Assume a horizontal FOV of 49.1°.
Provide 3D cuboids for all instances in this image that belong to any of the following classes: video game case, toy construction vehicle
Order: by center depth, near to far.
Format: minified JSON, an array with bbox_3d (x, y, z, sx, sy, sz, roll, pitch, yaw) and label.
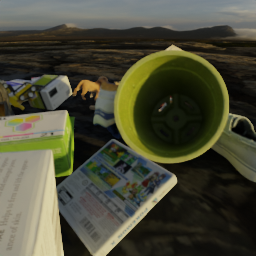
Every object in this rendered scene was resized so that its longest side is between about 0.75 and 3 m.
[{"bbox_3d":[-0.348,1.023,4.713,1.636,0.197,1.795,-41,36,-18],"label":"video game case"},{"bbox_3d":[-4.070,-0.793,9.180,1.709,0.691,1.963,28,64,34],"label":"toy construction vehicle"}]

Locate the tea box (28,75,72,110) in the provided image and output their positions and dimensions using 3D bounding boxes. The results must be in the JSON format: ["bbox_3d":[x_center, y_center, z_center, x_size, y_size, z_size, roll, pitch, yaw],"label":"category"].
[{"bbox_3d":[-2.799,-1.279,9.850,1.106,0.751,1.125,11,42,28],"label":"tea box"}]

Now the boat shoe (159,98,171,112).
[{"bbox_3d":[1.278,-0.565,9.048,0.365,1.009,0.364,43,2,25],"label":"boat shoe"}]

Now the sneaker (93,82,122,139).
[{"bbox_3d":[-0.071,-0.249,7.560,0.996,1.166,2.645,16,-6,35],"label":"sneaker"}]

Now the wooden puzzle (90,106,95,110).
[{"bbox_3d":[-0.319,-0.684,9.996,1.499,0.302,1.620,14,20,31],"label":"wooden puzzle"}]

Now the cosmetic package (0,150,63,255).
[{"bbox_3d":[-1.766,1.384,2.678,2.102,1.732,1.734,-5,23,-9],"label":"cosmetic package"}]

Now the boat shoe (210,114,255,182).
[{"bbox_3d":[2.580,0.204,6.522,0.968,0.988,2.776,4,22,-17],"label":"boat shoe"}]

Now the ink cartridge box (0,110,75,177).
[{"bbox_3d":[-2.221,0.077,6.416,1.832,0.939,2.479,-7,32,-4],"label":"ink cartridge box"}]

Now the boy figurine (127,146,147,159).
[{"bbox_3d":[-0.161,0.660,6.080,0.883,0.457,1.420,41,37,24],"label":"boy figurine"}]

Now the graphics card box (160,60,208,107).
[{"bbox_3d":[1.916,-1.620,10.309,1.583,0.642,2.523,-24,9,46],"label":"graphics card box"}]

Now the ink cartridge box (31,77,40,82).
[{"bbox_3d":[-4.221,-2.126,13.396,0.733,0.421,1.010,-7,22,-16],"label":"ink cartridge box"}]

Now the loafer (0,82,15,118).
[{"bbox_3d":[-3.541,-0.699,7.605,0.567,1.558,0.563,-24,8,-1],"label":"loafer"}]

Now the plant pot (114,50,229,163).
[{"bbox_3d":[1.026,-0.347,6.452,2.228,2.228,2.116,6,-4,14],"label":"plant pot"}]

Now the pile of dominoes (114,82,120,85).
[{"bbox_3d":[-0.137,-2.230,14.011,1.081,0.172,0.843,-7,22,-15],"label":"pile of dominoes"}]

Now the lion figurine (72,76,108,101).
[{"bbox_3d":[-1.448,-1.597,10.928,0.569,0.961,1.569,35,22,28],"label":"lion figurine"}]

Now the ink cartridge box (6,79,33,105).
[{"bbox_3d":[-4.951,-1.528,11.800,2.305,0.548,2.332,14,23,34],"label":"ink cartridge box"}]

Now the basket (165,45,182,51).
[{"bbox_3d":[2.057,-2.670,12.540,1.452,1.439,1.168,32,46,11],"label":"basket"}]
